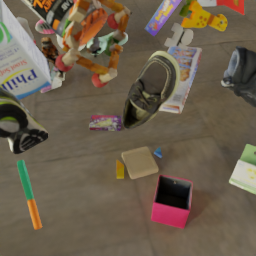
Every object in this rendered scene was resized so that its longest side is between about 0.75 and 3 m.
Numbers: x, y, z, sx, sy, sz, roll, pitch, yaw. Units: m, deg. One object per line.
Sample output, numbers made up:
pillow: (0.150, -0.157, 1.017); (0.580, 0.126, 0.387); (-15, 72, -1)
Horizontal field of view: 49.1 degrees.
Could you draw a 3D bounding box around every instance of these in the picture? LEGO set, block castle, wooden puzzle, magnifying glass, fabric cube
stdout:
LEGO set: (2.078, -3.099, 7.202); (1.069, 2.605, 0.994); (20, 20, -16)
block castle: (-0.964, -2.453, 7.673); (1.570, 1.102, 2.350); (20, 74, -30)
wooden puzzle: (0.313, 0.973, 7.828); (1.404, 0.164, 0.947); (-8, 50, -8)
magnifying glass: (-1.603, 1.061, 4.544); (0.129, 0.458, 1.152); (-15, 68, -18)
fabric cube: (1.030, 1.724, 6.591); (0.807, 0.820, 0.823); (10, 46, 11)

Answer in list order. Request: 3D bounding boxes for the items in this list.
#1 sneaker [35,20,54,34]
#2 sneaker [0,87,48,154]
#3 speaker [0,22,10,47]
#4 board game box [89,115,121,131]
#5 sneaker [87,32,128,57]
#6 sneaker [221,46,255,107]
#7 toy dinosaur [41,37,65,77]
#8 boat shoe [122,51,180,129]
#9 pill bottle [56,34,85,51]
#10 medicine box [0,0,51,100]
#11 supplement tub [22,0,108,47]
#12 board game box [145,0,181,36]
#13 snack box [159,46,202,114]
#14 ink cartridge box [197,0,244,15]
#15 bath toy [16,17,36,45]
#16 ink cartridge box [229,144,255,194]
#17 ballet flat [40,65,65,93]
sneaker: (-3.717, -5.107, 13.667); (0.937, 0.776, 1.964); (15, 41, 45)
sneaker: (-2.261, -0.186, 5.590); (0.837, 2.265, 0.917); (-29, 71, -13)
speaker: (-2.142, -1.253, 3.994); (0.825, 0.365, 0.365); (-32, 53, -32)
board game box: (-0.719, -0.165, 8.978); (0.982, 0.159, 0.589); (1, 41, 1)
sneaker: (-0.857, -3.528, 11.960); (1.809, 0.666, 1.067); (-11, 40, 2)
sneaker: (3.345, -1.510, 6.660); (1.652, 1.096, 2.903); (32, 55, 20)
toy dinosaur: (-2.154, -2.036, 8.096); (0.717, 1.404, 0.953); (-14, 77, 16)
boat shoe: (0.367, -0.562, 5.306); (0.741, 2.023, 0.656); (37, 59, 10)
pill bottle: (-2.489, -4.627, 12.460); (1.427, 1.427, 2.523); (-5, 53, -5)
medicine box: (-2.685, -1.351, 5.640); (1.556, 1.709, 0.879); (-25, 55, 3)
supplement tub: (-2.140, -4.055, 8.694); (2.903, 1.779, 1.779); (43, 52, -6)
board game box: (1.097, -3.226, 7.229); (0.336, 1.501, 1.009); (35, 53, -8)
snack box: (1.307, -1.462, 7.810); (0.980, 0.331, 2.727); (10, 48, 20)
ink cartridge box: (2.458, -4.971, 9.009); (0.731, 2.349, 2.919); (-31, 48, 0)
bath toy: (-3.533, -2.468, 8.314); (1.188, 1.010, 2.732); (-33, 24, 20)
ink cartridge box: (2.348, 0.745, 5.172); (0.636, 0.210, 0.874); (22, 76, 26)
ballet flat: (-2.706, -1.860, 10.443); (0.603, 0.586, 1.696); (21, 45, -7)
